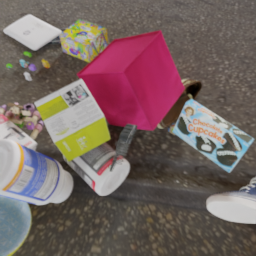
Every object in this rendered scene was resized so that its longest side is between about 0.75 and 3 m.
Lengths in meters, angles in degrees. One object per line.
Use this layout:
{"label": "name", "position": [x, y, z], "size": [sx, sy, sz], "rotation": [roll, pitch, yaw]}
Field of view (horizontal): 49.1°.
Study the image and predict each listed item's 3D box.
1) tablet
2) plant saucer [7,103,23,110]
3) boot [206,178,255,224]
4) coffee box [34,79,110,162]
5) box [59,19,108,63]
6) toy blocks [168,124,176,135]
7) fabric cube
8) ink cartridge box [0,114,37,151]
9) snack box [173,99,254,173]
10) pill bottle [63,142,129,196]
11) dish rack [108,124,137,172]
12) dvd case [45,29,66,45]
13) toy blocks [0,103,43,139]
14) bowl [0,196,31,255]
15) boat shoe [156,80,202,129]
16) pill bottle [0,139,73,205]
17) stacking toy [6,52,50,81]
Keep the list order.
{"label": "tablet", "position": [-4.831, -4.849, 14.064], "size": [2.728, 0.186, 1.775], "rotation": [33, 63, 27]}
{"label": "plant saucer", "position": [-3.849, -0.726, 9.826], "size": [0.773, 0.773, 0.114], "rotation": [18, 90, 13]}
{"label": "boot", "position": [3.755, 2.088, 8.440], "size": [2.893, 1.052, 1.307], "rotation": [11, 46, -1]}
{"label": "coffee box", "position": [-1.470, -0.156, 7.687], "size": [1.413, 1.411, 1.397], "rotation": [-28, 65, -10]}
{"label": "box", "position": [-2.047, -4.096, 13.114], "size": [1.604, 0.978, 1.545], "rotation": [25, 57, 18]}
{"label": "toy blocks", "position": [1.810, 0.021, 10.159], "size": [0.895, 0.447, 0.612], "rotation": [-8, 21, -23]}
{"label": "fabric cube", "position": [0.144, -1.604, 9.744], "size": [2.351, 2.343, 2.306], "rotation": [8, 50, 45]}
{"label": "ink cartridge box", "position": [-3.981, 0.486, 9.006], "size": [1.654, 0.701, 1.204], "rotation": [40, 38, 5]}
{"label": "snack box", "position": [2.567, 0.234, 8.787], "size": [2.236, 1.299, 0.415], "rotation": [37, 44, 23]}
{"label": "pill bottle", "position": [-1.224, 0.912, 9.017], "size": [1.341, 1.341, 2.422], "rotation": [-38, 61, -25]}
{"label": "dish rack", "position": [-0.158, 0.573, 7.635], "size": [0.357, 1.308, 1.003], "rotation": [21, 23, 5]}
{"label": "dvd case", "position": [-3.475, -4.584, 14.007], "size": [1.421, 0.176, 1.068], "rotation": [-5, 53, -3]}
{"label": "toy blocks", "position": [-3.778, -0.519, 10.096], "size": [1.329, 1.423, 1.197], "rotation": [8, 44, 6]}
{"label": "bowl", "position": [-3.795, 2.746, 7.563], "size": [2.152, 1.158, 2.152], "rotation": [13, 45, -14]}
{"label": "boat shoe", "position": [1.937, -1.014, 10.445], "size": [1.028, 1.026, 2.778], "rotation": [0, 41, 42]}
{"label": "pill bottle", "position": [-2.593, 1.308, 7.505], "size": [1.339, 2.390, 1.339], "rotation": [-12, 62, 24]}
{"label": "stacking toy", "position": [-4.489, -2.778, 12.528], "size": [1.587, 0.373, 1.197], "rotation": [27, 55, 22]}
